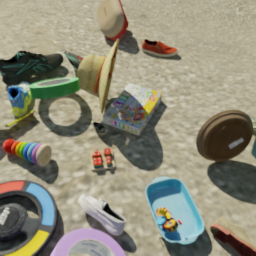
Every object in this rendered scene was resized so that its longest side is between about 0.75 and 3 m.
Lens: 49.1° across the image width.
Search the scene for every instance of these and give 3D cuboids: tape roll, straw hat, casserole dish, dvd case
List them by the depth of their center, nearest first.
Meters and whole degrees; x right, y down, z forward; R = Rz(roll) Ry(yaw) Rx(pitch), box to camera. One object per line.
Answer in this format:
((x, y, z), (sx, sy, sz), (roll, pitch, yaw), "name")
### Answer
((-0.905, 3.282, 6.371), (1.870, 0.614, 1.870), (22, 31, -14), "tape roll")
((1.270, 2.357, 7.994), (1.276, 0.409, 2.107), (-12, 48, -12), "casserole dish")
((-1.232, -2.023, 10.476), (1.203, 2.842, 2.842), (13, 46, -3), "straw hat")
((-2.928, -1.612, 11.221), (1.955, 0.470, 1.955), (-7, 20, 3), "tape roll")
((-2.022, -2.765, 12.468), (1.616, 1.180, 0.178), (26, 73, 23), "dvd case")

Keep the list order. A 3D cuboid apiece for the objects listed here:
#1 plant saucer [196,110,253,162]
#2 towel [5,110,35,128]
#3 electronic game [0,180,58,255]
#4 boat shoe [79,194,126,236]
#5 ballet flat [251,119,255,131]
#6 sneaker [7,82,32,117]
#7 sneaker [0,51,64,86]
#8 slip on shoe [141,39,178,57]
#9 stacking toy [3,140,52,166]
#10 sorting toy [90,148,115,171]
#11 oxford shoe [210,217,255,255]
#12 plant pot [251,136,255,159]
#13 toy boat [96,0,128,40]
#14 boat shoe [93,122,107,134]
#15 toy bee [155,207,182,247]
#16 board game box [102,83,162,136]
((3.109, 0.333, 8.886), (1.939, 1.939, 0.286), (-8, 32, -8), "plant saucer")
((-4.088, -0.359, 10.608), (1.162, 0.105, 0.500), (-39, 18, -35), "towel")
((-3.281, 2.577, 7.668), (2.670, 0.556, 2.670), (0, 46, 0), "electronic game")
((-0.716, 2.286, 7.806), (1.598, 0.548, 0.575), (36, 21, 32), "boat shoe")
((5.192, -0.038, 10.375), (1.494, 0.504, 0.466), (2, 74, 6), "ballet flat")
((-4.313, -1.442, 11.232), (0.757, 1.050, 1.998), (-7, 47, -6), "sneaker")
((-4.251, -2.888, 12.475), (2.944, 1.167, 1.110), (-30, 39, -28), "sneaker")
((1.584, -4.040, 14.089), (1.931, 0.591, 0.715), (17, 46, 13), "slip on shoe")
((-3.471, 0.771, 9.413), (1.713, 0.731, 0.731), (10, 46, 18), "stacking toy")
((-0.872, 1.007, 9.395), (0.775, 0.270, 0.770), (-6, 46, -6), "sorting toy")
((3.010, 2.922, 7.340), (1.635, 0.576, 0.611), (33, 49, 27), "oxford shoe")
((4.828, 0.547, 8.874), (1.476, 1.839, 1.839), (19, 48, 30), "plant pot")
((-0.637, -5.909, 15.383), (1.651, 1.648, 2.525), (17, 48, -42), "toy boat")
((-1.057, -0.031, 10.203), (0.310, 0.275, 0.829), (-36, 34, -11), "boat shoe")
((1.122, 2.554, 7.476), (0.635, 0.764, 1.168), (-28, 45, 11), "toy bee")
((0.212, -0.807, 11.067), (1.531, 0.390, 2.277), (19, 49, 18), "board game box")
